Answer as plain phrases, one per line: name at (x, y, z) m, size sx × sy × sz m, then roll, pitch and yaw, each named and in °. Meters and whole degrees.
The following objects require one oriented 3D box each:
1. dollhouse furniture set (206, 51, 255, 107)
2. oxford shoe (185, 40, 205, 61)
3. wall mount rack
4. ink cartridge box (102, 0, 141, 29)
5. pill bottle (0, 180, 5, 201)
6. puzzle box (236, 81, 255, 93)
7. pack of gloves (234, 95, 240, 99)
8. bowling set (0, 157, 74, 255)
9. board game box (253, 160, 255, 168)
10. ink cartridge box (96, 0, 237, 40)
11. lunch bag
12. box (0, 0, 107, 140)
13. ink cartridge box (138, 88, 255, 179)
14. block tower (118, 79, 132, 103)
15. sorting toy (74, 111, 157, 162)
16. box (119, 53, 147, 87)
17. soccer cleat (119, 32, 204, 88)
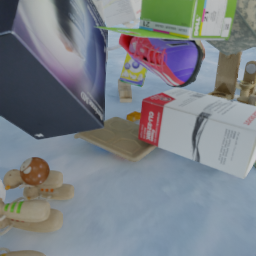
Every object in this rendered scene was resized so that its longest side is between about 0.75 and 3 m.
dollhouse furniture set at (3.465, -1.522, 9.593) m, size 2.230 × 1.817 × 2.121 m, roll -24°, pitch 35°, yaw -39°
oxford shoe at (2.282, -3.648, 10.840) m, size 0.813 × 2.296 × 0.848 m, roll -32°, pitch -9°, yaw 27°
wall mount rack at (-0.722, -3.167, 8.257) m, size 2.295 × 2.641 × 0.985 m, roll -3°, pitch 39°, yaw 2°
ink cartridge box at (-0.230, -4.108, 8.953) m, size 1.105 × 1.765 × 1.134 m, roll -5°, pitch 31°, yaw 29°
pill bottle at (-3.052, 1.427, 4.096) m, size 1.266 × 1.266 × 2.223 m, roll 12°, pitch 32°, yaw 22°
puzzle box at (5.117, -1.677, 11.628) m, size 1.041 × 0.199 × 1.565 m, roll -3°, pitch 25°, yaw -22°
pack of gloves at (4.810, -1.241, 10.826) m, size 1.028 × 0.242 × 1.224 m, roll -22°, pitch 34°, yaw -36°
bowling set at (-1.774, 1.120, 4.635) m, size 1.229 × 1.593 × 2.289 m, roll 0°, pitch 22°, yaw 4°
board game box at (3.220, 0.852, 6.740) m, size 0.444 × 0.099 × 0.847 m, roll -3°, pitch 26°, yaw -12°
ink cartridge box at (0.664, -2.132, 5.183) m, size 2.126 × 0.805 × 1.572 m, roll -10°, pitch 28°, yaw -32°
lunch bag at (2.971, -3.062, 7.964) m, size 1.228 × 2.088 × 1.713 m, roll -55°, pitch 19°, yaw -14°
box at (-1.569, -1.550, 5.038) m, size 1.640 × 2.662 × 2.640 m, roll -9°, pitch 63°, yaw 18°
ink cartridge box at (1.912, -0.055, 6.922) m, size 2.703 × 1.132 × 1.950 m, roll 19°, pitch 26°, yaw 30°
block tower at (-0.143, -1.522, 11.132) m, size 0.456 × 0.488 × 1.690 m, roll -2°, pitch 27°, yaw -4°
sorting toy at (0.084, 0.163, 7.935) m, size 2.025 × 0.364 × 2.719 m, roll 17°, pitch 25°, yaw 26°
box at (0.257, -1.976, 8.683) m, size 0.741 × 1.263 × 0.305 m, roll 15°, pitch -3°, yaw 5°
soccer cleat at (0.612, -1.671, 6.343) m, size 1.082 × 1.009 × 2.958 m, roll 14°, pitch 19°, yaw -22°
